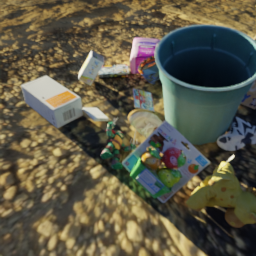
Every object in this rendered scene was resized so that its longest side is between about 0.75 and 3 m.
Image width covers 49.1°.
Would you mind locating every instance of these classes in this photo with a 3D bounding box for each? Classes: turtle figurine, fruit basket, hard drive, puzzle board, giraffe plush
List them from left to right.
[{"bbox_3d":[-1.133,-0.474,9.698,0.573,0.114,0.869,-2,29,-37],"label":"hard drive"},{"bbox_3d":[-0.312,0.456,8.366,1.125,0.757,1.503,33,43,-15],"label":"turtle figurine"},{"bbox_3d":[0.560,-1.028,10.198,0.768,0.089,1.019,11,46,-16],"label":"puzzle board"},{"bbox_3d":[0.882,0.888,6.841,1.509,1.629,0.764,44,24,-3],"label":"fruit basket"},{"bbox_3d":[2.430,1.632,6.461,1.413,1.743,1.504,44,52,14],"label":"giraffe plush"}]

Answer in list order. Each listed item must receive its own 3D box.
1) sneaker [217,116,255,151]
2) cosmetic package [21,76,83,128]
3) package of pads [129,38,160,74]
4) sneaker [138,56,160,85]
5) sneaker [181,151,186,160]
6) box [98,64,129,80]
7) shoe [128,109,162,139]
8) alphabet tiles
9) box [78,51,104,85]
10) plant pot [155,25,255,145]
[{"bbox_3d":[3.304,0.116,8.865,1.598,0.638,1.040,-15,38,-14],"label":"sneaker"},{"bbox_3d":[-2.753,-0.995,10.076,1.123,0.789,2.214,-32,49,-33],"label":"cosmetic package"},{"bbox_3d":[0.831,-3.341,12.863,1.379,0.866,2.288,3,40,4],"label":"package of pads"},{"bbox_3d":[1.738,-2.498,11.062,2.608,1.023,0.982,-15,43,20],"label":"sneaker"},{"bbox_3d":[1.559,0.906,8.030,0.298,0.339,0.801,-16,10,46],"label":"sneaker"},{"bbox_3d":[-0.637,-2.459,12.223,1.304,0.260,0.892,-4,38,-2],"label":"box"},{"bbox_3d":[0.781,0.044,8.196,1.927,0.674,0.514,29,20,-38],"label":"shoe"},{"bbox_3d":[4.681,-1.987,9.342,2.443,2.936,0.093,17,31,-24],"label":"alphabet tiles"},{"bbox_3d":[-1.514,-2.435,11.423,0.581,1.147,0.645,25,30,-22],"label":"box"},{"bbox_3d":[2.181,-1.081,8.268,2.778,2.721,2.778,-3,51,4],"label":"plant pot"}]
